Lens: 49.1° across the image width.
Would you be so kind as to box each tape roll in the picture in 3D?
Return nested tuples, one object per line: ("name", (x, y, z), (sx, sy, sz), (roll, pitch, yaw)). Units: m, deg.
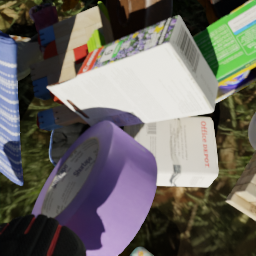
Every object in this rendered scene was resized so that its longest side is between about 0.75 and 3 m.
("tape roll", (-0.644, 1.086, 4.906), (0.993, 2.336, 2.336), (38, 60, -22))

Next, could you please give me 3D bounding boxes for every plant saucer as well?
("plant saucer", (0.075, -2.874, 6.845), (0.494, 2.867, 2.867), (-10, 58, -26))

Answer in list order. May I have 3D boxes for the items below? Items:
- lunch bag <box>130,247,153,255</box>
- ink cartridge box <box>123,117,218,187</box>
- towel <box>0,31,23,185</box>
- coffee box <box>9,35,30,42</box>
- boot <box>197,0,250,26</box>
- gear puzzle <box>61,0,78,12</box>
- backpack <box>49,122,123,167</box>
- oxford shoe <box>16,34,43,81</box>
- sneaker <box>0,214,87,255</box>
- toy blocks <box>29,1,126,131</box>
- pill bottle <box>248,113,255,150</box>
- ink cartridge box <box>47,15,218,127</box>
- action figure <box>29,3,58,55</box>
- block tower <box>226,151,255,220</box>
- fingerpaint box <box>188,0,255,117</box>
("lunch bag", (0.371, 3.377, 6.333), (1.168, 0.450, 0.937), (38, 69, 20))
("ink cartridge box", (1.054, 0.614, 7.627), (2.404, 1.014, 1.740), (2, 59, 2))
("towel", (-2.605, -0.509, 5.295), (2.044, 2.823, 0.337), (28, 34, 30))
("coffee box", (-3.413, -2.527, 9.679), (1.730, 0.690, 0.990), (10, 60, 6))
("boot", (2.315, -3.226, 7.487), (0.856, 2.500, 2.354), (-25, 79, 6))
("gear puzzle", (-1.264, -3.956, 7.031), (0.379, 2.895, 1.499), (40, 59, -2))
("backpack", (-1.091, 0.612, 7.439), (1.798, 1.321, 1.645), (4, 65, -1))
("oxford shoe", (-2.883, -1.741, 7.153), (1.066, 0.819, 2.836), (6, 36, 24))
("sneaker", (-1.623, 1.858, 3.339), (2.626, 1.139, 0.968), (-14, 16, 12))
("toy blocks", (-1.218, -1.199, 6.231), (1.997, 1.460, 2.921), (-15, 79, 15))
("pill bottle", (3.629, 0.293, 5.668), (2.124, 1.210, 1.210), (22, 57, -23))
("ink cartridge box", (-0.010, -0.714, 4.701), (2.580, 1.406, 0.650), (-8, 50, 40))
("action figure", (-1.982, -2.218, 6.846), (1.095, 1.470, 0.985), (16, 35, 41))
("block tower", (2.660, 0.084, 4.266), (0.794, 0.850, 2.941), (33, 80, 13))
("fingerpaint box", (2.179, -1.399, 6.018), (2.844, 2.373, 1.043), (-29, 78, 16))
